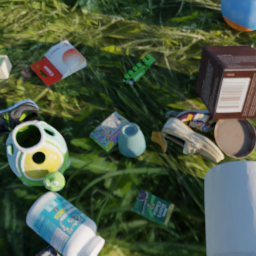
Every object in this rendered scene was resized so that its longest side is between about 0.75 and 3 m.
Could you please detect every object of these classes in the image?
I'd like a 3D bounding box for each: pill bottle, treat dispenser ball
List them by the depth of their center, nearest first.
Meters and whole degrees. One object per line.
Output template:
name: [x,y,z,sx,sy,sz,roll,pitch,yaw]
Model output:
pill bottle: [-1.863,3.059,8.517,2.280,1.263,1.263,32,63,17]
treat dispenser ball: [5.826,-6.029,13.427,2.638,2.638,2.638,0,58,0]

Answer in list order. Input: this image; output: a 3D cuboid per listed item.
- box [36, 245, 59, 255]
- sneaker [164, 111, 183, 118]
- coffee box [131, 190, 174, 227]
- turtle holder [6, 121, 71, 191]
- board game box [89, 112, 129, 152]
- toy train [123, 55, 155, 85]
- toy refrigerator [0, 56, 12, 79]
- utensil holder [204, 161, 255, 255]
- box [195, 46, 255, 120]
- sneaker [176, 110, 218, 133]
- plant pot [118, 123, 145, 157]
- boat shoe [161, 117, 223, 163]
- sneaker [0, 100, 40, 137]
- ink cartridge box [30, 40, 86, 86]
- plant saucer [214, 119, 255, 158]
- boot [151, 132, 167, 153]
box: [-2.661,4.842,7.833,2.342,0.519,1.877,-34,64,-19]
sneaker: [1.880,-0.499,11.308,0.823,0.321,0.351,-3,58,-2]
coffee box: [0.830,2.662,9.321,1.254,0.276,0.771,24,56,13]
turtle holder: [-3.095,0.993,9.412,2.018,1.886,2.655,-5,56,-3]
board game box: [-0.649,0.129,10.977,0.995,0.215,1.478,37,65,21]
toy train: [0.528,-2.596,12.603,0.550,0.407,1.952,39,65,10]
toy refrigerator: [-6.449,-2.768,12.485,2.112,0.739,0.802,3,58,2]
utensil holder: [3.427,2.699,8.120,2.385,2.385,2.807,6,55,4]
box: [3.973,-1.784,10.647,2.000,2.021,2.436,-2,35,-3]
sneaker: [2.759,-0.219,10.905,1.866,0.699,0.841,-8,52,-4]
plant pot: [0.089,0.379,10.278,1.035,0.972,1.035,-4,49,5]
boat shoe: [2.291,0.606,10.360,2.442,0.900,0.845,36,74,24]
sneaker: [-4.523,-0.184,10.782,2.437,0.864,1.010,-37,58,-24]
ink cartridge box: [-3.230,-3.008,12.782,2.081,0.522,1.687,-33,63,-22]
plant saucer: [4.006,0.316,10.574,1.712,0.275,1.712,2,75,-9]
boot: [1.157,0.522,10.570,0.571,0.797,0.280,4,18,24]
